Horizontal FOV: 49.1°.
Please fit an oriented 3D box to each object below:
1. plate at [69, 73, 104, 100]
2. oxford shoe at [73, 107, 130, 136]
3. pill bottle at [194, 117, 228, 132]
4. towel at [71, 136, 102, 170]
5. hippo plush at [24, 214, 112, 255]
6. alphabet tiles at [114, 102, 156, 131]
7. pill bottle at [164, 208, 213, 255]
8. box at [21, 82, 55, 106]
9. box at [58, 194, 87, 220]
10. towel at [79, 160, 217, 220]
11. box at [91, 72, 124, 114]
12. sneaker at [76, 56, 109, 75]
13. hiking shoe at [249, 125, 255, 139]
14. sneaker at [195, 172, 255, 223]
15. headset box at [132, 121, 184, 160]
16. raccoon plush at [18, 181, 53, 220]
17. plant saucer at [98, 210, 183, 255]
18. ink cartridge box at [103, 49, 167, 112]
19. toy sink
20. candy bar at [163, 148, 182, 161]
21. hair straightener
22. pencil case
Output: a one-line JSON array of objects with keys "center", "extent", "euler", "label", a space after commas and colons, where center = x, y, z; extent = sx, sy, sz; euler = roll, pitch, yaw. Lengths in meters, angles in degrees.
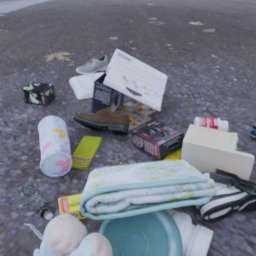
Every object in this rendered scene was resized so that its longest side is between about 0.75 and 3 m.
[{"center": [-1.726, -2.359, 14.842], "extent": [2.458, 0.398, 2.463], "euler": [-12, 35, -17], "label": "plate"}, {"center": [-1.040, -0.360, 11.111], "extent": [2.320, 0.843, 0.979], "euler": [9, 76, 9], "label": "oxford shoe"}, {"center": [3.251, -0.044, 11.058], "extent": [1.233, 0.692, 0.692], "euler": [3, 34, 5], "label": "pill bottle"}, {"center": [-1.556, 0.844, 10.201], "extent": [0.781, 0.164, 1.816], "euler": [8, 34, 10], "label": "towel"}, {"center": [-1.532, 3.038, 4.993], "extent": [2.819, 2.245, 2.266], "euler": [17, 36, 22], "label": "hippo plush"}, {"center": [0.151, -0.608, 12.474], "extent": [2.116, 0.080, 1.769], "euler": [-28, 42, -34], "label": "alphabet tiles"}, {"center": [0.959, 2.516, 6.807], "extent": [1.956, 1.118, 1.118], "euler": [18, 37, 25], "label": "pill bottle"}, {"center": [-4.282, -1.649, 13.421], "extent": [1.226, 0.762, 0.910], "euler": [7, 34, 11], "label": "box"}, {"center": [-1.083, 2.170, 7.947], "extent": [1.684, 0.422, 0.634], "euler": [-8, 34, -13], "label": "box"}, {"center": [0.397, 1.436, 7.059], "extent": [2.977, 0.717, 2.548], "euler": [-5, 2, -2], "label": "towel"}, {"center": [-0.813, -1.507, 12.277], "extent": [0.969, 1.560, 1.573], "euler": [22, 39, 12], "label": "box"}, {"center": [-2.114, -3.722, 16.447], "extent": [2.166, 0.888, 0.809], "euler": [-25, 41, -33], "label": "sneaker"}, {"center": [5.284, 0.149, 10.842], "extent": [1.164, 0.505, 0.433], "euler": [-2, 24, -17], "label": "hiking shoe"}, {"center": [3.001, 1.699, 8.154], "extent": [2.537, 0.957, 1.460], "euler": [-11, 38, -12], "label": "sneaker"}, {"center": [1.131, 0.437, 10.137], "extent": [1.236, 0.624, 1.663], "euler": [-24, 31, -29], "label": "headset box"}, {"center": [-2.524, 1.961, 7.834], "extent": [1.180, 0.791, 0.571], "euler": [21, 50, 26], "label": "raccoon plush"}, {"center": [0.157, 2.663, 6.286], "extent": [2.091, 0.287, 2.091], "euler": [-10, 62, 19], "label": "plant saucer"}, {"center": [0.289, -1.865, 11.581], "extent": [2.530, 0.566, 2.229], "euler": [26, 52, -12], "label": "ink cartridge box"}, {"center": [2.850, 0.895, 9.033], "extent": [2.097, 1.367, 1.175], "euler": [12, 35, 20], "label": "toy sink"}, {"center": [1.741, 0.950, 9.958], "extent": [0.545, 0.242, 2.185], "euler": [18, 37, 30], "label": "candy bar"}, {"center": [2.904, 1.566, 7.477], "extent": [0.658, 0.350, 1.710], "euler": [-20, 27, -36], "label": "hair straightener"}, {"center": [-2.588, 0.591, 9.726], "extent": [1.011, 1.104, 2.433], "euler": [23, 22, -31], "label": "pencil case"}]
